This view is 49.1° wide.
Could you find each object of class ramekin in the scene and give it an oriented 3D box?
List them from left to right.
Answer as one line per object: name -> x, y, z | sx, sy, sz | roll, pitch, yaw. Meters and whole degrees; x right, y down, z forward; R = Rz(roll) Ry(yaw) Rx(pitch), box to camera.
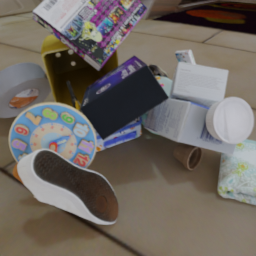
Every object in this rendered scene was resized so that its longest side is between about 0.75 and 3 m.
ramekin -> 2.637, -0.192, 7.447 | 1.237, 1.237, 0.576 | -11, 5, -17

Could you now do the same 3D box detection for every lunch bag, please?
lunch bag -> -0.713, -0.108, 10.245 | 2.424, 0.916, 1.942 | -20, 40, -26
lunch bag -> 1.166, -0.972, 11.232 | 2.282, 1.097, 2.845 | -26, 42, -22

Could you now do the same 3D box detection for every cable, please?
cable -> -1.856, -1.077, 9.847 | 0.306, 1.215, 0.590 | -12, 13, 0

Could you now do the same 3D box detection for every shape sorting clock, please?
shape sorting clock -> -1.829, 0.400, 6.852 | 2.104, 2.104, 0.413 | -5, 25, -7

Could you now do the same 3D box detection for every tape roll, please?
tape roll -> -4.166, -1.406, 10.726 | 2.415, 2.415, 0.798 | -28, 78, -35

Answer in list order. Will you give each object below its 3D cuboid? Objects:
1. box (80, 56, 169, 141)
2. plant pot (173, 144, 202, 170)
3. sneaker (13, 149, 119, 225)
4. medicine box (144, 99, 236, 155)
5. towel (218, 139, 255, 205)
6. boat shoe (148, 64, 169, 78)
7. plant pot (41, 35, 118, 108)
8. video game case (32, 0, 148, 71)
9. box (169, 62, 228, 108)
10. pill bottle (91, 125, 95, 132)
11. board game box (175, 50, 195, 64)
box -> -0.219, -1.065, 8.470 | 2.085, 1.165, 2.954 | -35, 18, 7
plant pot -> 1.841, 0.837, 8.862 | 0.799, 0.799, 0.697 | -27, 37, -35
sneaker -> -1.414, 1.468, 6.733 | 1.213, 2.865, 1.043 | -19, 40, 37
medicine box -> 1.964, -0.133, 8.843 | 2.049, 1.158, 2.250 | 13, 6, -24
towel -> 4.152, 1.335, 8.241 | 2.777, 0.669, 2.377 | 11, 34, 16
boat shoe -> 1.310, -2.479, 12.542 | 1.075, 0.400, 0.394 | 36, 59, 17
plant pot -> -1.929, -2.422, 10.648 | 2.539, 2.538, 2.239 | -19, 44, -15
video game case -> -1.115, -3.661, 8.943 | 2.548, 0.503, 2.811 | 37, 71, -8
box -> 2.269, -1.341, 9.373 | 1.606, 1.049, 1.597 | 11, -5, 4
pill bottle -> -1.549, 0.046, 8.905 | 1.177, 0.664, 0.664 | -34, 45, -22
board game box -> 2.102, -2.276, 10.019 | 0.175, 1.014, 0.640 | -41, 31, -25
